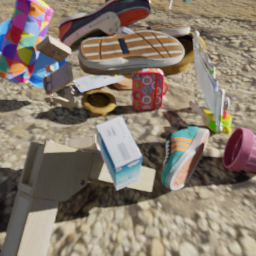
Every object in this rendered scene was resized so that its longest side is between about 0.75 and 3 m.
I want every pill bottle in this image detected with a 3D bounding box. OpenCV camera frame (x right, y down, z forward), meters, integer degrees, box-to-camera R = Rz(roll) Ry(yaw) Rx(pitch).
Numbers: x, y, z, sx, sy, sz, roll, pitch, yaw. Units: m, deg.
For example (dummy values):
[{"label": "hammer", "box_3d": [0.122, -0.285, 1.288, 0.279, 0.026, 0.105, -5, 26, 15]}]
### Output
[{"label": "pill bottle", "box_3d": [3.466, -0.960, 10.942, 0.838, 0.485, 0.485, 1, 37, 0]}]

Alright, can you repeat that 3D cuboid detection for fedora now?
[{"label": "fedora", "box_3d": [2.321, -3.525, 13.625, 2.910, 1.187, 2.910, -7, 51, 8]}, {"label": "fedora", "box_3d": [-1.138, -0.866, 10.736, 1.433, 0.584, 1.433, 3, 43, -3]}]

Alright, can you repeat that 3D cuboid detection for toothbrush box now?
[{"label": "toothbrush box", "box_3d": [-0.182, 0.525, 5.420, 0.545, 1.278, 0.936, -21, 65, -11]}]

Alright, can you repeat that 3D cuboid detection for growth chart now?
[{"label": "growth chart", "box_3d": [1.790, -1.113, 6.397, 0.181, 1.480, 2.045, -13, 55, 4]}]

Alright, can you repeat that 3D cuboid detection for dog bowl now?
[{"label": "dog bowl", "box_3d": [-3.064, -2.285, 8.974, 2.492, 0.618, 1.389, 45, 77, -4]}]

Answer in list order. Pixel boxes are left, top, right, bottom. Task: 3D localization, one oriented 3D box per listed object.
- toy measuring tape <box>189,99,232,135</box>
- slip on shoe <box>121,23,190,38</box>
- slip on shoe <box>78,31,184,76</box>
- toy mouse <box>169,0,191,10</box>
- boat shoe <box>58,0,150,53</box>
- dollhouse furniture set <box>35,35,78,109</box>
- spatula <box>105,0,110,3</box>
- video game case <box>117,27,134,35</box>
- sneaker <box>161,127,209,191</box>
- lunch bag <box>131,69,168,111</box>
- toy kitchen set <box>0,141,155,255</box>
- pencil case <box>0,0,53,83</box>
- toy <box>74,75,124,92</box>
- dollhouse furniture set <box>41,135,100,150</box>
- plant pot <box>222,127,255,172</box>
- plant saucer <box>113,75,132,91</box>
[{"label": "toy measuring tape", "box_3d": [3.042, -0.464, 10.076, 0.827, 0.827, 2.248, -11, 36, -14]}, {"label": "slip on shoe", "box_3d": [1.044, -3.441, 10.689, 2.547, 0.771, 0.968, -7, 35, 2]}, {"label": "slip on shoe", "box_3d": [0.057, -1.376, 5.504, 2.061, 0.624, 0.784, -11, 66, -15]}, {"label": "toy mouse", "box_3d": [1.507, -4.075, 8.057, 1.291, 0.281, 1.452, -14, 64, -16]}, {"label": "boat shoe", "box_3d": [-0.711, -3.077, 8.456, 2.984, 1.062, 0.933, -14, 73, 10]}, {"label": "dollhouse furniture set", "box_3d": [-1.887, -1.246, 6.934, 0.878, 0.750, 1.694, -25, 65, 27]}, {"label": "spatula", "box_3d": [-1.024, -4.772, 12.384, 0.684, 2.421, 0.249, -2, 49, -19]}, {"label": "video game case", "box_3d": [0.170, -2.122, 6.582, 0.808, 0.102, 1.129, 25, 13, -15]}, {"label": "sneaker", "box_3d": [1.466, 0.799, 8.295, 1.080, 0.965, 2.703, 14, 34, 28]}, {"label": "lunch bag", "box_3d": [0.827, -1.454, 10.707, 1.395, 1.584, 0.649, -1, 32, -1]}, {"label": "toy kitchen set", "box_3d": [-1.346, 1.845, 6.927, 2.860, 2.580, 2.333, 19, -14, -32]}, {"label": "pencil case", "box_3d": [-2.736, -2.223, 7.175, 0.989, 2.238, 0.989, 26, 16, -8]}, {"label": "toy", "box_3d": [-1.270, -1.942, 12.259, 2.018, 0.476, 1.162, -22, 40, -17]}, {"label": "dollhouse furniture set", "box_3d": [-1.125, 0.900, 8.051, 2.397, 1.242, 1.061, -7, 69, 1]}, {"label": "plant pot", "box_3d": [3.558, 0.749, 8.141, 1.139, 1.272, 1.272, 20, 39, 1]}, {"label": "plant saucer", "box_3d": [-0.006, -2.093, 12.702, 1.332, 0.215, 1.332, 1, 37, 0]}]
